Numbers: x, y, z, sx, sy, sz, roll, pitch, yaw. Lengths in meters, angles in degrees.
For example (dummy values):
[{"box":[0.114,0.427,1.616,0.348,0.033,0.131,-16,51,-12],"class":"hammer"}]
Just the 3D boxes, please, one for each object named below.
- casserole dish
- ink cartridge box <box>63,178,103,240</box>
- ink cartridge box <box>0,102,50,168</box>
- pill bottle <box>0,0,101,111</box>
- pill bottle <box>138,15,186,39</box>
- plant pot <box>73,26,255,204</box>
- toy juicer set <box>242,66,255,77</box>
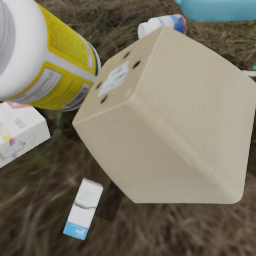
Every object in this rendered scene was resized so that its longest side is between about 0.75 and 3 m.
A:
[{"box":[2.168,-2.855,5.433,2.565,0.498,1.554,0,68,7],"class":"casserole dish"},{"box":[-0.659,1.183,4.193,0.322,0.557,0.768,21,81,-4],"class":"ink cartridge box"},{"box":[-3.248,0.230,6.904,2.193,0.740,1.277,-34,56,-29],"class":"ink cartridge box"},{"box":[-1.602,-1.122,4.315,1.521,2.705,1.521,-1,87,17],"class":"pill bottle"},{"box":[0.913,-2.662,7.624,1.205,0.676,0.676,-17,50,-18],"class":"pill bottle"},{"box":[0.434,-0.216,4.140,1.996,1.769,1.998,-17,41,48],"class":"plant pot"},{"box":[2.774,-1.231,5.383,1.022,0.278,0.650,-45,38,9],"class":"toy juicer set"}]
